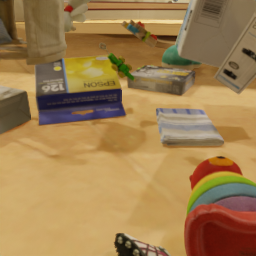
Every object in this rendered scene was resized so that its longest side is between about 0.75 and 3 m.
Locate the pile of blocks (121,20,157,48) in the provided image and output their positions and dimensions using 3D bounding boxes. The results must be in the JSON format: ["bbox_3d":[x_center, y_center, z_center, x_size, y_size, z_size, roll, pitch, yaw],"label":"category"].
[{"bbox_3d":[0.284,-2.195,6.288,0.998,0.310,0.410,40,11,12],"label":"pile of blocks"}]

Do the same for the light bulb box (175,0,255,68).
[{"bbox_3d":[2.641,-3.387,8.139,1.753,2.785,2.810,16,23,0],"label":"light bulb box"}]

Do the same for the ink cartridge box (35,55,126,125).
[{"bbox_3d":[-1.712,-1.428,9.574,2.799,0.666,2.833,-7,45,-13],"label":"ink cartridge box"}]

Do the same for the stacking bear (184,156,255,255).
[{"bbox_3d":[1.533,1.228,4.341,1.490,1.395,2.453,-1,15,7],"label":"stacking bear"}]

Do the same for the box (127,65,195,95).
[{"bbox_3d":[1.458,-2.117,12.114,2.436,0.589,1.929,12,28,25],"label":"box"}]

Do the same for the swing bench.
[{"bbox_3d":[-3.107,-3.233,7.601,2.642,2.628,1.714,4,30,-1],"label":"swing bench"}]

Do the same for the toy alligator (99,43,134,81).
[{"bbox_3d":[-0.364,-1.963,8.466,0.432,1.456,0.395,-48,15,-12],"label":"toy alligator"}]

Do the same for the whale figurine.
[{"bbox_3d":[2.884,-3.657,14.462,2.560,1.328,2.036,-23,34,-39],"label":"whale figurine"}]

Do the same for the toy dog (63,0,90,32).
[{"bbox_3d":[-1.668,-4.483,10.287,1.086,2.255,1.487,23,15,-14],"label":"toy dog"}]

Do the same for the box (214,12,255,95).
[{"bbox_3d":[2.689,-1.770,5.528,0.721,2.399,1.399,39,78,11],"label":"box"}]

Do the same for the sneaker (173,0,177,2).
[{"bbox_3d":[1.604,-4.585,9.182,1.149,0.841,0.463,-24,27,-37],"label":"sneaker"}]

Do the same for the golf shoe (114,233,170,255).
[{"bbox_3d":[0.277,1.895,4.095,1.113,0.429,0.490,25,18,33],"label":"golf shoe"}]

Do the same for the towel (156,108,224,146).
[{"bbox_3d":[1.712,-0.107,8.310,1.690,0.274,2.301,1,25,0],"label":"towel"}]

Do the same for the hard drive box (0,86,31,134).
[{"bbox_3d":[-4.645,-0.575,8.419,2.602,0.999,2.028,14,29,26],"label":"hard drive box"}]

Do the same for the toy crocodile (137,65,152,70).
[{"bbox_3d":[0.998,-2.966,14.268,1.080,0.333,0.365,-3,26,5],"label":"toy crocodile"}]
